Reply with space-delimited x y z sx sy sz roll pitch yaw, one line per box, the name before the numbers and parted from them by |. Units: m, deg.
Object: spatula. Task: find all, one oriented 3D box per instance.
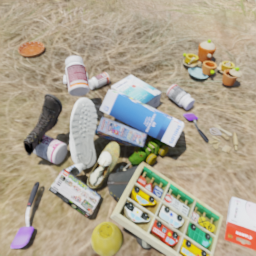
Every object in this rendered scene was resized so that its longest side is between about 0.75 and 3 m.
spatula | -2.972 2.548 8.388 0.575 0.209 2.034 -11 53 22
spatula | 2.710 -0.047 10.966 0.466 0.169 1.648 -11 50 -18

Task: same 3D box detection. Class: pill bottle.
pill bottle | -2.909 0.678 9.888 1.373 0.778 0.778 21 51 18
pill bottle | -1.868 -1.878 10.150 0.755 0.755 1.322 -10 71 -9
pill bottle | -1.329 -2.101 12.607 0.934 0.512 0.512 -30 54 -25
pill bottle | 2.200 -1.276 11.748 0.641 0.641 1.107 -32 61 -26

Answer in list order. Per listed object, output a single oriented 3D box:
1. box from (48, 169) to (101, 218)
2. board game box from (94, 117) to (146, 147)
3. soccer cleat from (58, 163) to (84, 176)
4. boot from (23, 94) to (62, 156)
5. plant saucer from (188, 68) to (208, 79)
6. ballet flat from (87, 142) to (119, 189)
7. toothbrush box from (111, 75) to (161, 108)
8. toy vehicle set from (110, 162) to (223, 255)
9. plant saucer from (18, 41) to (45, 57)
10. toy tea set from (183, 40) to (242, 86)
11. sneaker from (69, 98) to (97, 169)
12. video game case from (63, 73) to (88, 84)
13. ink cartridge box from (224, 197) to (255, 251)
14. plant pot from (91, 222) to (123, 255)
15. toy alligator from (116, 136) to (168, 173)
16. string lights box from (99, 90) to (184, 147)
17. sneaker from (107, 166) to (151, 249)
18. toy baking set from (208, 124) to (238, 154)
box | -1.575 1.959 8.431 1.442 0.250 0.794 38 40 -7
board game box | -0.490 0.141 9.459 1.590 1.589 0.490 1 70 56
soccer cleat | -1.799 1.427 8.990 0.367 1.051 0.454 60 36 -4
boot | -2.814 -0.055 9.073 0.632 1.827 1.590 24 48 3
plant saucer | 3.259 -2.513 13.145 0.952 0.183 0.952 7 42 -6
ballet flat | -0.808 1.231 8.844 0.607 1.717 0.607 26 17 -8
toothbrush box | 0.311 -1.343 11.730 1.731 0.738 1.267 35 53 28
toy vehicle set | 1.162 2.464 7.745 2.900 0.384 1.802 34 52 -3
plant saucer | -5.037 -4.080 14.622 1.338 0.216 1.338 -1 47 1
toy tea set | 4.096 -3.168 13.074 2.956 1.094 1.758 37 50 28
sneaker | -1.619 0.150 9.325 0.911 2.384 0.960 -3 16 -30
video game case | -2.396 -2.287 12.816 1.106 0.127 1.007 -8 28 -7
ink cartridge box | 3.500 2.809 8.279 1.076 0.378 1.324 16 45 14
plant pot | -0.602 3.018 7.849 0.921 0.654 0.921 0 48 0
toy alligator | 0.562 0.893 9.668 2.397 0.576 0.794 -31 53 -33
string lights box | 0.538 -0.383 9.973 2.798 0.825 1.438 26 10 6
sneaker | 0.090 2.392 8.443 1.271 0.895 2.392 -16 57 20
toy baking set | 3.607 0.366 10.598 1.063 0.161 1.385 11 49 10
